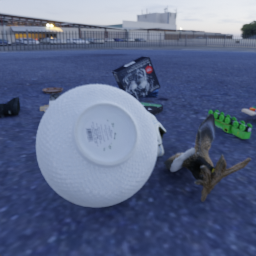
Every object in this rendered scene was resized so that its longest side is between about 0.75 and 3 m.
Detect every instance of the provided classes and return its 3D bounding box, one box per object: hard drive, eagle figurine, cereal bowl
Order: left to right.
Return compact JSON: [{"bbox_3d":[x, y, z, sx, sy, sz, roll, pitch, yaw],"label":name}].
[{"bbox_3d":[-0.505,0.242,5.401,2.477,2.477,1.032,-7,-14,-20],"label":"cereal bowl"},{"bbox_3d":[0.618,-0.716,11.527,1.097,0.297,1.570,12,23,30],"label":"hard drive"},{"bbox_3d":[1.583,0.654,6.330,1.515,1.507,1.997,-11,31,0],"label":"eagle figurine"}]

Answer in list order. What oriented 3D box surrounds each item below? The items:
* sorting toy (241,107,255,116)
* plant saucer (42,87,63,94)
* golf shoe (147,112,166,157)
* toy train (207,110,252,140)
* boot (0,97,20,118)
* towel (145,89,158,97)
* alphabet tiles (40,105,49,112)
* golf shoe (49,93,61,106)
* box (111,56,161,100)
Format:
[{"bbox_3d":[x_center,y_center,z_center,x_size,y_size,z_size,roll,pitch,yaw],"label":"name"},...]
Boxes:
[{"bbox_3d":[4.984,-0.644,10.772,1.080,0.215,1.461,4,14,-3],"label":"sorting toy"},{"bbox_3d":[-4.173,-2.062,15.533,1.124,0.180,1.124,1,19,0],"label":"plant saucer"},{"bbox_3d":[0.328,0.370,7.197,1.415,1.139,2.910,33,34,-2],"label":"golf shoe"},{"bbox_3d":[3.361,-0.129,9.473,0.402,0.544,1.928,-3,20,-24],"label":"toy train"},{"bbox_3d":[-5.162,-0.836,11.494,1.300,0.587,1.586,-5,24,-14],"label":"boot"},{"bbox_3d":[0.918,-1.833,14.666,1.341,0.325,0.749,1,19,6],"label":"towel"},{"bbox_3d":[-3.435,-0.867,12.357,0.877,0.033,1.054,-5,20,-16],"label":"alphabet tiles"},{"bbox_3d":[-2.261,-0.644,10.407,0.652,0.792,1.676,0,-17,44],"label":"golf shoe"},{"bbox_3d":[0.386,-2.262,13.095,1.735,1.580,0.903,-28,23,-9],"label":"box"}]
